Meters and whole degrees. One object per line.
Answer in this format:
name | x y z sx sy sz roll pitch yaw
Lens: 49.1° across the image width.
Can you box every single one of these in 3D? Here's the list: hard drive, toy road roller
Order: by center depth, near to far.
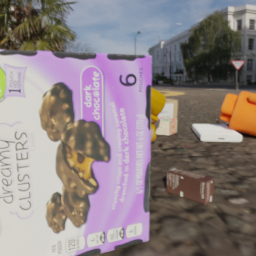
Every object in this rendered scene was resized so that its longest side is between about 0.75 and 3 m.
toy road roller | 0.543 -0.475 8.816 1.067 1.736 1.267 22 -40 -34
hard drive | 3.195 0.165 10.350 1.357 0.274 2.057 1 11 5

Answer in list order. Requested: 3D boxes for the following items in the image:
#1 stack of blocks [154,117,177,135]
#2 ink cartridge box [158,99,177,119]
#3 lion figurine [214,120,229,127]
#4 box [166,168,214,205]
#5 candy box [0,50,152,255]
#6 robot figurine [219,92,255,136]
stack of blocks | 0.849 -0.106 11.035 1.882 0.551 1.084 7 12 31
ink cartridge box | 0.652 -0.897 13.958 2.828 1.062 2.329 -7 13 -34
lion figurine | 4.085 -0.126 12.134 0.804 0.291 0.493 24 15 34
box | 1.107 1.046 5.095 0.840 0.421 0.315 8 12 42
candy box | -1.210 0.350 3.299 2.869 2.407 1.026 -5 11 -24
robot figurine | 4.546 -0.422 9.823 2.463 1.772 1.436 18 26 22
